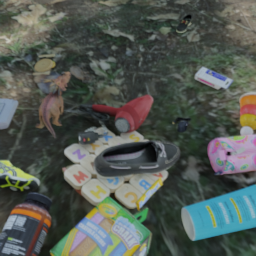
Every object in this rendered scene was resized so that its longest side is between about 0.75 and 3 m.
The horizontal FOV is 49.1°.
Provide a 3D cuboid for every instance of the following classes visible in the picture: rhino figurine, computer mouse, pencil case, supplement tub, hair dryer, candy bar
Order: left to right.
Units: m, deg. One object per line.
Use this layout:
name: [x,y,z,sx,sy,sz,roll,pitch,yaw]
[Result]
supplement tub: [-2.180,2.238,5.880,0.886,0.886,1.656,10,52,9]
rhino figurine: [-1.624,-1.841,9.701,0.475,0.325,1.086,-11,39,-41]
hair dryer: [-0.444,-0.548,8.393,2.765,0.751,2.106,-12,39,-19]
candy bar: [0.454,1.415,6.039,0.105,0.236,0.946,14,38,38]
computer mouse: [1.536,-0.133,8.331,0.529,0.173,0.753,3,35,30]
pencil case: [3.278,0.635,7.288,2.310,1.010,1.010,-5,49,-7]

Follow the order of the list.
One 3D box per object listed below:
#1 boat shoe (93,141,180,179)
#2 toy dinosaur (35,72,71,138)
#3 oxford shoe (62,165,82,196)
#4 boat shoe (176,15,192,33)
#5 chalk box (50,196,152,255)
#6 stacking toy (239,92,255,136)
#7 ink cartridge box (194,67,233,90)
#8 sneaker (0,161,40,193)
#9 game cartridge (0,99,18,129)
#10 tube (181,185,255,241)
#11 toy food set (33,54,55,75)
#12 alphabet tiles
boat shoe: [0.344,0.720,6.969,2.427,0.692,0.811,-9,59,-22]
toy dinosaur: [-2.236,-0.720,8.129,0.821,1.297,1.914,11,55,-13]
oxford shoe: [-1.283,1.307,7.133,0.385,0.369,1.042,-29,55,-26]
boat shoe: [2.458,-4.585,12.319,0.443,0.379,1.210,25,55,20]
chalk box: [-0.350,2.329,5.669,1.212,1.218,1.957,34,56,26]
stacking toy: [3.688,-0.272,8.340,1.003,1.003,1.373,19,70,16]
ink cartridge box: [2.998,-1.702,9.836,1.210,0.224,0.573,29,56,24]
sneaker: [-3.049,1.146,7.083,1.740,0.656,0.665,12,48,5]
game cartridge: [-4.456,-0.427,8.692,1.763,0.357,1.175,2,45,2]
tube: [2.649,1.860,6.418,2.807,0.707,1.087,-11,69,-10]
toy food set: [-3.103,-2.290,10.435,0.753,0.219,1.091,-2,54,8]
alphabet tiles: [-0.339,0.895,7.354,2.482,0.185,2.538,35,48,26]
